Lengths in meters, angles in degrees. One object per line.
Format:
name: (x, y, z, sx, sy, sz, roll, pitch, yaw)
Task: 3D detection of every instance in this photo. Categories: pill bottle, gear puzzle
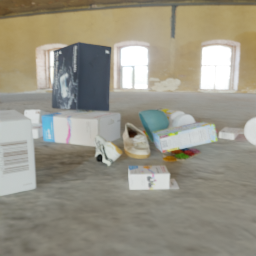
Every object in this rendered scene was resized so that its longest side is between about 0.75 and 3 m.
pill bottle: (1.935, -0.230, 12.452, 1.140, 1.140, 1.994, -6, 12, -29)
pill bottle: (5.479, 0.000, 11.226, 1.104, 1.104, 1.931, 8, 14, 37)
gear puzzle: (1.638, 0.834, 9.151, 0.892, 0.226, 1.723, 8, 13, 38)

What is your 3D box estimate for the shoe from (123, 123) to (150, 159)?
shoe: (0.208, 0.435, 9.820, 0.810, 0.619, 2.317, -5, 19, -10)

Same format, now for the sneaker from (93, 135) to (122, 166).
sneaker: (-0.821, 0.690, 8.586, 0.591, 0.684, 1.561, 43, -11, -26)

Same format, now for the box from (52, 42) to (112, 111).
box: (-2.222, -2.234, 12.905, 1.688, 2.827, 2.875, -1, 6, -37)

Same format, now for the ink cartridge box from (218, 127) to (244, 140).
ink cartridge box: (4.687, 0.243, 12.187, 1.195, 0.303, 1.357, 5, 12, 29)

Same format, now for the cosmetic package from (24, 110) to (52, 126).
cosmetic package: (-3.902, -0.365, 13.153, 0.917, 0.668, 1.803, 0, -7, 25)

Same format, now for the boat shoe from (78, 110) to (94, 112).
boat shoe: (-2.544, -0.563, 15.277, 0.741, 0.878, 2.462, -1, 3, 15)

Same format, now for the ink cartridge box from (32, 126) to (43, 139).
ink cartridge box: (-4.072, 0.166, 12.299, 0.709, 0.415, 0.981, 2, 10, 9)

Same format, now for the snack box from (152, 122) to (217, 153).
snack box: (1.898, 0.288, 9.741, 1.866, 0.631, 1.573, -14, 5, -1)

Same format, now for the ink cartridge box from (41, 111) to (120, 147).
ink cartridge box: (-1.854, -0.037, 11.437, 2.639, 1.117, 1.907, 3, 11, 24)

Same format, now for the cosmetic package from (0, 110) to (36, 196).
cosmetic package: (-3.307, 0.535, 6.671, 1.678, 1.688, 2.017, -7, 12, -30)

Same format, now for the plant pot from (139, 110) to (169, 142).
plant pot: (1.104, -0.200, 11.136, 0.888, 1.318, 1.318, -25, 13, -5)

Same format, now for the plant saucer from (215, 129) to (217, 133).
plant saucer: (3.809, 0.078, 13.360, 0.870, 0.221, 0.870, 1, 10, 0)

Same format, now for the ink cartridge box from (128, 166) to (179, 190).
ink cartridge box: (0.603, 1.184, 6.756, 1.169, 0.396, 0.673, 0, 10, -2)

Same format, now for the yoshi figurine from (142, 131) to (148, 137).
yoshi figurine: (1.185, 0.273, 11.896, 1.092, 0.614, 0.612, -10, -35, 30)
